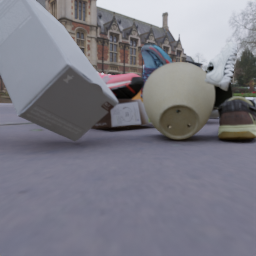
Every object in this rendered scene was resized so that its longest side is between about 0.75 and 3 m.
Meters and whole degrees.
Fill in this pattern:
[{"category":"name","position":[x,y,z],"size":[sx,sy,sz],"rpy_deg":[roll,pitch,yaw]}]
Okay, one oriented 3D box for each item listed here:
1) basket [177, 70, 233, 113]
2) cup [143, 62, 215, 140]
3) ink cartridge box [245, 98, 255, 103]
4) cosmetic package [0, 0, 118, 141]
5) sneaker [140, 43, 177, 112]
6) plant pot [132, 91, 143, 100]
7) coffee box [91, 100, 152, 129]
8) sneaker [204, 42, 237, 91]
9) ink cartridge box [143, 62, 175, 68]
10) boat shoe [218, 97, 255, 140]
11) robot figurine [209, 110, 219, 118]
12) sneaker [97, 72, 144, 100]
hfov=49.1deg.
[{"category":"basket","position":[2.134,-0.957,9.091],"size":[1.627,1.227,1.804],"rpy_deg":[-7,-9,-36]},{"category":"cup","position":[0.936,-0.370,5.250],"size":[1.433,1.433,1.025],"rpy_deg":[1,33,9]},{"category":"ink cartridge box","position":[5.506,-0.913,12.205],"size":[1.815,0.762,1.320],"rpy_deg":[5,8,37]},{"category":"cosmetic package","position":[-1.467,-1.189,5.001],"size":[1.208,2.679,1.431],"rpy_deg":[-39,-34,11]},{"category":"sneaker","position":[0.805,-1.238,7.914],"size":[1.081,2.262,0.897],"rpy_deg":[-34,25,-20]},{"category":"plant pot","position":[0.048,-1.011,9.838],"size":[1.238,0.867,1.238],"rpy_deg":[1,-25,0]},{"category":"coffee box","position":[-0.058,-0.366,7.242],"size":[1.646,0.656,0.941],"rpy_deg":[-5,0,-40]},{"category":"sneaker","position":[1.536,-1.072,4.605],"size":[0.422,0.391,1.041],"rpy_deg":[13,54,16]},{"category":"ink cartridge box","position":[1.161,-1.358,10.306],"size":[0.864,2.060,1.809],"rpy_deg":[-1,7,-12]},{"category":"boat shoe","position":[2.372,-0.260,5.919],"size":[0.911,0.806,2.488],"rpy_deg":[2,6,19]},{"category":"robot figurine","position":[3.316,-0.727,10.657],"size":[1.028,0.872,0.580],"rpy_deg":[6,40,8]},{"category":"sneaker","position":[-1.042,-1.223,7.773],"size":[2.912,1.263,1.073],"rpy_deg":[-12,-18,12]}]
